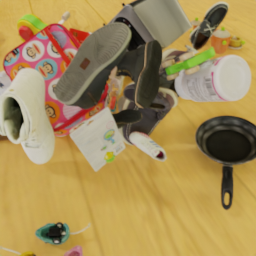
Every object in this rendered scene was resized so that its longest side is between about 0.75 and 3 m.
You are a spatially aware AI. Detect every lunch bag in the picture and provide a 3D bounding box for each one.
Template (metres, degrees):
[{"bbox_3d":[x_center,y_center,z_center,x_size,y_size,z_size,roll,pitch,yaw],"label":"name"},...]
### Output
[{"bbox_3d":[-1.763,-1.383,7.688,2.413,1.122,2.739,-36,79,-4],"label":"lunch bag"}]

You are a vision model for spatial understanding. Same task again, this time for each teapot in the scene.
[{"bbox_3d":[-3.696,-1.244,8.737,1.587,1.174,1.608,-14,41,-17],"label":"teapot"}]

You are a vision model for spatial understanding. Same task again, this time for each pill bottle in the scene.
[{"bbox_3d":[1.854,-1.072,6.455,0.948,0.948,1.672,-19,11,-21],"label":"pill bottle"}]

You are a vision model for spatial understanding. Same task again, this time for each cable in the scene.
[{"bbox_3d":[2.413,-2.273,9.485,1.124,0.389,1.124,16,30,-33],"label":"cable"}]

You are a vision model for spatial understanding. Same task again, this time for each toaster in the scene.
[{"bbox_3d":[0.400,-3.232,9.659,2.701,1.772,2.987,-24,17,49],"label":"toaster"}]

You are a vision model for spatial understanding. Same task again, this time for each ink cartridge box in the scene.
[{"bbox_3d":[-1.060,-2.235,8.563,1.592,1.294,0.454,9,51,-9],"label":"ink cartridge box"}]

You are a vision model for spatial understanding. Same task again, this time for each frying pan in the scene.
[{"bbox_3d":[2.680,0.710,6.895,1.708,0.460,2.824,-10,44,1],"label":"frying pan"}]

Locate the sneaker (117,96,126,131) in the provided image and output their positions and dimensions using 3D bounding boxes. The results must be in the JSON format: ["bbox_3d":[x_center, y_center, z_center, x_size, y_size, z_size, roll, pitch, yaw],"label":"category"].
[{"bbox_3d":[0.004,-0.248,8.085,0.505,0.560,1.367,-12,60,23],"label":"sneaker"}]

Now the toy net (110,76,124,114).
[{"bbox_3d":[-0.503,-0.788,7.887,0.421,1.143,2.178,11,57,3],"label":"toy net"}]

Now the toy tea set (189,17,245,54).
[{"bbox_3d":[3.734,-4.289,12.452,1.682,1.047,2.828,-28,47,-29],"label":"toy tea set"}]

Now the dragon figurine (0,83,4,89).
[{"bbox_3d":[-3.692,-1.298,7.598,0.478,0.808,1.624,-21,12,-18],"label":"dragon figurine"}]

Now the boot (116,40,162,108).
[{"bbox_3d":[0.111,-1.012,5.663,0.997,0.558,1.441,-5,58,38],"label":"boot"}]

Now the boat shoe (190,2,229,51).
[{"bbox_3d":[3.043,-3.752,10.488,0.748,2.083,0.704,16,61,-15],"label":"boat shoe"}]

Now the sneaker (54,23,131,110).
[{"bbox_3d":[-0.628,-1.257,5.932,1.992,1.058,0.745,-46,74,8],"label":"sneaker"}]

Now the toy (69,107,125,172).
[{"bbox_3d":[-0.607,0.215,5.593,0.848,1.472,0.348,-38,52,-12],"label":"toy"}]

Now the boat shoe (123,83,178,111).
[{"bbox_3d":[0.386,-0.671,6.083,1.417,0.510,0.459,20,35,36],"label":"boat shoe"}]

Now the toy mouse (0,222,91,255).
[{"bbox_3d":[-1.269,2.306,5.173,1.664,0.322,1.479,32,50,32],"label":"toy mouse"}]

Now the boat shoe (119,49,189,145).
[{"bbox_3d":[0.773,-0.824,7.298,2.917,1.049,0.945,-57,26,-8],"label":"boat shoe"}]

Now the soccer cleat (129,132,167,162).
[{"bbox_3d":[0.527,0.467,6.935,1.089,0.380,0.470,33,9,-18],"label":"soccer cleat"}]

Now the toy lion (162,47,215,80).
[{"bbox_3d":[1.477,-1.533,6.298,1.223,0.438,1.276,-28,10,-17],"label":"toy lion"}]

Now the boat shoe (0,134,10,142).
[{"bbox_3d":[-3.431,0.141,7.714,1.115,0.393,0.392,3,45,-8],"label":"boat shoe"}]

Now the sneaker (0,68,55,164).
[{"bbox_3d":[-2.171,0.096,5.874,0.860,2.335,1.350,1,32,2],"label":"sneaker"}]

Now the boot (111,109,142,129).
[{"bbox_3d":[-0.076,-0.179,6.856,0.930,0.644,0.360,-5,74,13],"label":"boot"}]

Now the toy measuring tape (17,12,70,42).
[{"bbox_3d":[-2.881,-3.373,8.981,2.474,0.910,0.910,-11,27,42],"label":"toy measuring tape"}]
